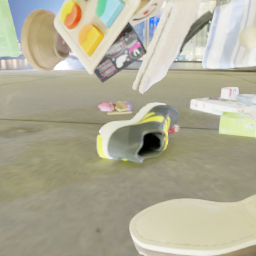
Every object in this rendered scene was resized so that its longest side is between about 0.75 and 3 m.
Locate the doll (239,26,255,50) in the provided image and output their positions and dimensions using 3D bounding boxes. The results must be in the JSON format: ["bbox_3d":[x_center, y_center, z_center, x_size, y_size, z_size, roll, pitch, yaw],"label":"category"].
[{"bbox_3d":[2.921,-2.207,4.964,0.519,2.142,1.461,44,18,-11],"label":"doll"}]

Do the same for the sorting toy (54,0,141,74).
[{"bbox_3d":[-0.946,-2.841,6.895,0.418,2.293,2.122,-5,51,-51],"label":"sorting toy"}]

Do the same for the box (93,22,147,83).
[{"bbox_3d":[-0.457,-2.311,8.276,1.616,0.927,1.068,-32,46,7],"label":"box"}]

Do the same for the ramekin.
[{"bbox_3d":[-3.001,-2.373,5.809,0.934,1.913,1.913,-16,20,-20],"label":"ramekin"}]

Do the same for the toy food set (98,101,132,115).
[{"bbox_3d":[-0.621,-0.985,11.903,1.397,0.346,2.198,-4,15,-16],"label":"toy food set"}]

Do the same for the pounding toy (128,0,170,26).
[{"bbox_3d":[0.683,-3.835,9.144,1.741,0.999,0.995,-24,-7,7],"label":"pounding toy"}]

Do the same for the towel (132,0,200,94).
[{"bbox_3d":[1.137,-2.434,8.261,0.496,2.878,1.907,33,39,12],"label":"towel"}]

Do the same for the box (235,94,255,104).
[{"bbox_3d":[5.368,-1.194,12.420,0.933,0.490,0.858,-9,18,-34],"label":"box"}]

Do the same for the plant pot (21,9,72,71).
[{"bbox_3d":[-2.307,-2.644,8.631,0.855,1.852,1.852,12,18,21],"label":"plant pot"}]

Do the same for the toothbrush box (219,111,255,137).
[{"bbox_3d":[3.388,-0.125,8.293,1.232,0.531,0.897,8,17,22],"label":"toothbrush box"}]

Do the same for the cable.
[{"bbox_3d":[1.611,-2.975,9.551,1.404,0.727,2.891,-29,-9,-26],"label":"cable"}]

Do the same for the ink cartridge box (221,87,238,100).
[{"bbox_3d":[4.747,-1.512,13.123,0.433,0.746,1.011,13,20,42],"label":"ink cartridge box"}]

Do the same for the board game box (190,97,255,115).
[{"bbox_3d":[3.890,-0.866,11.329,1.475,0.404,2.337,-9,17,-30],"label":"board game box"}]

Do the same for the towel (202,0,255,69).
[{"bbox_3d":[3.315,-2.837,8.198,0.348,2.146,2.921,11,5,-23],"label":"towel"}]

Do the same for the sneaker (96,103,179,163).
[{"bbox_3d":[0.544,0.182,6.610,1.155,1.017,2.730,19,32,36],"label":"sneaker"}]

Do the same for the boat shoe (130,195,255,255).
[{"bbox_3d":[1.043,1.196,3.125,2.077,0.618,0.746,-4,30,-11],"label":"boat shoe"}]

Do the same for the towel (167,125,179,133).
[{"bbox_3d":[0.542,0.024,8.435,1.697,0.193,1.223,-8,15,-34],"label":"towel"}]
